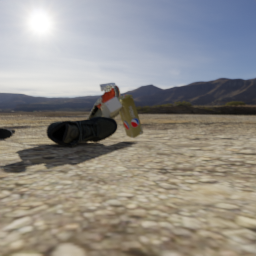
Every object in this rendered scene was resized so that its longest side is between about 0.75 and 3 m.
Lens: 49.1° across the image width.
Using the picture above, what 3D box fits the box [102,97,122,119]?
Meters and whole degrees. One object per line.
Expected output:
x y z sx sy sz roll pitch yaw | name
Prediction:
-0.702 -0.769 11.878 0.601 0.500 1.462 -32 -6 -13 | box

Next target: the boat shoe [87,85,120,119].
-1.237 -0.950 13.346 0.910 2.558 0.800 47 31 22 | boat shoe

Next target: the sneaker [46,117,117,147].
-1.716 0.169 10.983 2.859 1.093 1.638 -3 9 -16 | sneaker

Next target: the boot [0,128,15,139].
-5.909 0.224 13.550 1.460 0.505 1.271 -1 5 17 | boot

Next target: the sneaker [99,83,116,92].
-0.902 -1.828 12.678 0.411 0.399 1.126 -17 14 -32 | sneaker

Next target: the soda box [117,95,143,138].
0.053 -0.513 12.306 0.588 1.836 0.622 -28 22 -25 | soda box
